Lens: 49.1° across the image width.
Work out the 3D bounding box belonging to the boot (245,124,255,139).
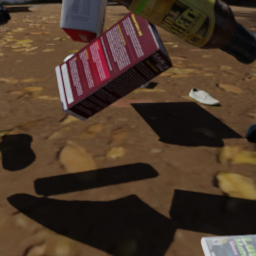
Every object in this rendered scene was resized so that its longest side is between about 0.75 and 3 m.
[{"bbox_3d":[3.991,0.169,8.144,0.846,0.384,1.006,22,30,40],"label":"boot"}]

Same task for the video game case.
[{"bbox_3d":[1.999,2.357,4.500,1.282,0.165,1.411,-1,29,-3],"label":"video game case"}]

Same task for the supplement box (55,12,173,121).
[{"bbox_3d":[-0.328,-1.095,5.054,2.014,0.613,1.096,-29,59,22],"label":"supplement box"}]

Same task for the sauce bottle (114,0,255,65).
[{"bbox_3d":[0.845,-1.443,3.588,2.061,0.667,0.667,22,26,-15],"label":"sauce bottle"}]

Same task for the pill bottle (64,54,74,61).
[{"bbox_3d":[-1.981,-2.615,12.135,1.316,1.316,2.421,12,31,20],"label":"pill bottle"}]

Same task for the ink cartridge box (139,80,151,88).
[{"bbox_3d":[0.557,-2.083,12.143,0.673,0.380,0.916,11,32,20],"label":"ink cartridge box"}]

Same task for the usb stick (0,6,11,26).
[{"bbox_3d":[-3.757,-2.087,6.027,2.426,0.396,0.673,-25,28,-12],"label":"usb stick"}]

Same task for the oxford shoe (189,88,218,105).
[{"bbox_3d":[2.842,-1.182,10.584,0.474,0.364,1.260,-18,36,-34],"label":"oxford shoe"}]

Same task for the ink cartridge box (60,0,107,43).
[{"bbox_3d":[-1.329,-3.363,8.740,1.072,2.245,2.557,8,8,-4],"label":"ink cartridge box"}]
